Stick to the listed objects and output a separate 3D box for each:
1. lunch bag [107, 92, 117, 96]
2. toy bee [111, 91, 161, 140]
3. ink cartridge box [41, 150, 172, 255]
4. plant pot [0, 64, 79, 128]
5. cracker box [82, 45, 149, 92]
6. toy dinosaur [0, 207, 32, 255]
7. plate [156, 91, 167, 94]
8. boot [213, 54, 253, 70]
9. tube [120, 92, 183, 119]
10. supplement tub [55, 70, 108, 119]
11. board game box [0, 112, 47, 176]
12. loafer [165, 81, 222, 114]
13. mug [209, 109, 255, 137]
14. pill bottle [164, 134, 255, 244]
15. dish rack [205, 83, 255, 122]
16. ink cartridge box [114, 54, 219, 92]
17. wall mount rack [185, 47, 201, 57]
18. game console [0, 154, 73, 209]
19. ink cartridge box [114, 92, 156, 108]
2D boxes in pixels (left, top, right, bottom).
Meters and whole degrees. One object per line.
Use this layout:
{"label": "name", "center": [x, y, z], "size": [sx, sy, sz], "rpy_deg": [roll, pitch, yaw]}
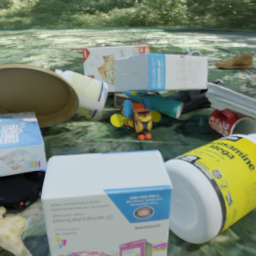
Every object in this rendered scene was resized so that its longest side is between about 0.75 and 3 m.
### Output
{"label": "lunch bag", "center": [-0.904, -2.093, 11.850], "size": [1.582, 1.134, 1.929], "rpy_deg": [-6, 27, -3]}
{"label": "toy bee", "center": [0.232, -0.246, 8.041], "size": [1.462, 1.214, 2.233], "rpy_deg": [-7, -1, 4]}
{"label": "ink cartridge box", "center": [-0.227, 1.279, 3.438], "size": [1.329, 1.839, 0.779], "rpy_deg": [-3, 28, -6]}
{"label": "plant pot", "center": [-2.664, -0.824, 7.482], "size": [2.682, 2.682, 0.368], "rpy_deg": [-2, 60, -5]}
{"label": "cracker box", "center": [-0.419, -2.107, 10.067], "size": [2.336, 1.565, 0.674], "rpy_deg": [2, 18, 18]}
{"label": "toy dinosaur", "center": [-1.927, 1.647, 4.205], "size": [0.909, 0.523, 1.798], "rpy_deg": [-17, 29, -39]}
{"label": "plate", "center": [1.504, -2.101, 11.510], "size": [1.447, 1.447, 0.185], "rpy_deg": [-20, 41, -38]}
{"label": "boot", "center": [6.105, -3.869, 16.285], "size": [2.240, 0.845, 0.825], "rpy_deg": [-1, 26, 1]}
{"label": "tube", "center": [0.657, -0.858, 8.725], "size": [2.052, 0.517, 0.795], "rpy_deg": [21, 3, 20]}
{"label": "supplement tub", "center": [-1.612, -1.084, 8.952], "size": [1.695, 1.229, 1.229], "rpy_deg": [17, 20, -16]}
{"label": "board game box", "center": [-3.564, 0.358, 6.442], "size": [2.961, 0.645, 2.976], "rpy_deg": [-7, 18, -21]}
{"label": "loafer", "center": [2.173, -1.138, 9.907], "size": [2.787, 0.978, 0.946], "rpy_deg": [-11, 27, -23]}
{"label": "mug", "center": [2.833, -0.198, 7.787], "size": [0.803, 1.069, 1.204], "rpy_deg": [-17, 23, -9]}
{"label": "pill bottle", "center": [1.692, 0.887, 4.924], "size": [2.362, 1.328, 1.328], "rpy_deg": [-17, 29, -33]}
{"label": "dish rack", "center": [3.341, -0.444, 7.725], "size": [2.615, 0.569, 2.245], "rpy_deg": [24, 7, 19]}
{"label": "ink cartridge box", "center": [1.180, -1.571, 8.270], "size": [2.819, 0.956, 1.623], "rpy_deg": [-7, 10, -35]}
{"label": "wall mount rack", "center": [2.146, -2.340, 10.535], "size": [1.372, 1.192, 0.512], "rpy_deg": [-35, 37, 16]}
{"label": "game console", "center": [-2.031, 0.995, 5.908], "size": [1.232, 0.252, 2.089], "rpy_deg": [10, 23, 26]}
{"label": "ink cartridge box", "center": [0.293, -1.137, 10.479], "size": [1.145, 0.522, 1.389], "rpy_deg": [12, 27, 24]}
